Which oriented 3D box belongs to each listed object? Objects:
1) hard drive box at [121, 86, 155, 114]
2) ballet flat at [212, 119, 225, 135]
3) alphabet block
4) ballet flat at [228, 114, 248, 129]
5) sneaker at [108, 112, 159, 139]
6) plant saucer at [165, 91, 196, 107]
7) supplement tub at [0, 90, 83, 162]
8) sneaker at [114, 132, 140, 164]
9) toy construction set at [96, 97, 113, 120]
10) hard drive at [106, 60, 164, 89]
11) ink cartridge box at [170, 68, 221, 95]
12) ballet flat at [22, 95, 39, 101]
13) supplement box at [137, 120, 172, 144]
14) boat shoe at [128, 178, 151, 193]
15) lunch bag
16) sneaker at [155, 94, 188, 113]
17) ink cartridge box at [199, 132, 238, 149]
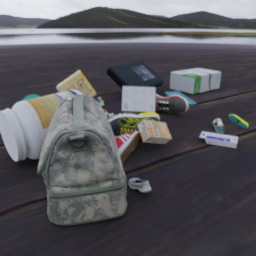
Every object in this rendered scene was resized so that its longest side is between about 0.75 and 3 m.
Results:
[{"bbox_3d":[0.360,-0.966,9.836,1.163,0.906,0.447,3,-7,-1],"label":"hard drive box"},{"bbox_3d":[3.250,-0.123,10.025,0.415,0.415,1.119,1,21,4],"label":"ballet flat"},{"bbox_3d":[-1.825,-1.345,9.887,1.003,0.984,0.979,-35,19,0],"label":"alphabet block"},{"bbox_3d":[4.021,-0.263,10.187,0.783,0.262,0.263,38,49,13],"label":"ballet flat"},{"bbox_3d":[0.165,-0.014,9.229,1.956,0.728,0.828,-12,46,-5],"label":"sneaker"},{"bbox_3d":[2.473,-1.400,13.509,0.752,0.204,2.152,-5,24,-12],"label":"plant saucer"},{"bbox_3d":[-2.293,-0.080,7.990,2.286,1.651,1.651,-19,28,-35],"label":"supplement tub"},{"bbox_3d":[-0.304,0.437,8.229,0.926,0.586,1.646,16,27,18],"label":"sneaker"},{"bbox_3d":[-0.939,-0.656,10.568,0.934,0.612,0.430,45,36,-2],"label":"toy construction set"},{"bbox_3d":[0.416,-2.601,14.446,1.901,0.448,2.724,47,41,15],"label":"hard drive"},{"bbox_3d":[3.757,-2.644,15.595,2.369,0.984,1.737,-16,26,-35],"label":"ink cartridge box"},{"bbox_3d":[-3.580,-0.588,10.499,0.785,0.837,2.315,-8,23,-18],"label":"ballet flat"},{"bbox_3d":[0.807,0.129,8.436,0.951,0.350,0.599,6,55,-39],"label":"supplement box"},{"bbox_3d":[0.253,1.277,6.463,0.298,0.259,0.808,-11,7,-24],"label":"boat shoe"},{"bbox_3d":[-0.999,0.515,6.080,1.703,2.050,2.445,-3,22,-8],"label":"lunch bag"},{"bbox_3d":[1.434,-0.917,11.551,2.046,0.788,0.838,10,25,33],"label":"sneaker"},{"bbox_3d":[2.896,0.372,8.996,1.165,0.216,0.552,12,25,21],"label":"ink cartridge box"}]
